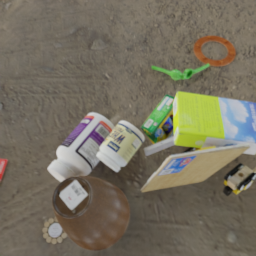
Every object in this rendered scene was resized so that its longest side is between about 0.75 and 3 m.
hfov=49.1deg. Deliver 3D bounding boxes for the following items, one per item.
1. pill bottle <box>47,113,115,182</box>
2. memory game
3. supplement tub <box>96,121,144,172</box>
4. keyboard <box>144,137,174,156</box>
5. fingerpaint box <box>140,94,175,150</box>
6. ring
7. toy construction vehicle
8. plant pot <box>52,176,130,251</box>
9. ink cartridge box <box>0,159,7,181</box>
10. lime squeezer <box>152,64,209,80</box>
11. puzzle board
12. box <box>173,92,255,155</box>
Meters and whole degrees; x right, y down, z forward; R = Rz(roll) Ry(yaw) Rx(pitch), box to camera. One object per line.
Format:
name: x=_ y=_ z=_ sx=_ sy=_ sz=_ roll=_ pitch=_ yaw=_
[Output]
pill bottle: x=-1.615 y=0.793 z=9.950 sx=1.410 sy=1.410 sz=2.530 roll=30 pitch=63 yaw=16
memory game: x=-2.403 y=3.390 z=9.280 sx=0.872 sy=0.056 sz=0.872 roll=0 pitch=60 yaw=-1
supplement tub: x=-0.257 y=0.592 z=8.948 sx=1.024 sy=1.024 sz=1.412 roll=34 pitch=77 yaw=17
keyboard: x=1.833 y=0.302 z=9.221 sx=2.768 sy=0.779 sz=0.148 roll=-21 pitch=73 yaw=-1
fingerpaint box: x=1.282 y=-0.173 z=9.661 sx=0.547 sy=1.244 sz=1.491 roll=30 pitch=76 yaw=39
ring: x=4.096 y=-3.699 z=13.234 sx=1.962 sy=0.188 sz=1.962 roll=0 pitch=61 yaw=0
toy construction vehicle: x=3.424 y=1.268 z=10.043 sx=2.641 sy=0.930 sz=2.299 roll=-32 pitch=50 yaw=-25
plant pot: x=-1.208 y=2.253 z=8.056 sx=2.158 sy=2.309 sz=2.158 roll=-5 pitch=61 yaw=9
ink cartridge box: x=-5.648 y=1.971 z=9.824 sx=2.047 sy=0.519 sz=2.323 roll=4 pitch=61 yaw=4
lime squeezer: x=2.406 y=-2.469 z=12.473 sx=2.619 sy=0.494 sz=0.925 roll=-3 pitch=30 yaw=0
puzzle board: x=1.743 y=1.190 z=8.105 sx=2.232 sy=2.962 sz=0.258 roll=-6 pitch=63 yaw=-16
box: x=2.671 y=-0.143 z=8.125 sx=2.656 sy=0.633 sz=1.620 roll=8 pitch=52 yaw=-2
